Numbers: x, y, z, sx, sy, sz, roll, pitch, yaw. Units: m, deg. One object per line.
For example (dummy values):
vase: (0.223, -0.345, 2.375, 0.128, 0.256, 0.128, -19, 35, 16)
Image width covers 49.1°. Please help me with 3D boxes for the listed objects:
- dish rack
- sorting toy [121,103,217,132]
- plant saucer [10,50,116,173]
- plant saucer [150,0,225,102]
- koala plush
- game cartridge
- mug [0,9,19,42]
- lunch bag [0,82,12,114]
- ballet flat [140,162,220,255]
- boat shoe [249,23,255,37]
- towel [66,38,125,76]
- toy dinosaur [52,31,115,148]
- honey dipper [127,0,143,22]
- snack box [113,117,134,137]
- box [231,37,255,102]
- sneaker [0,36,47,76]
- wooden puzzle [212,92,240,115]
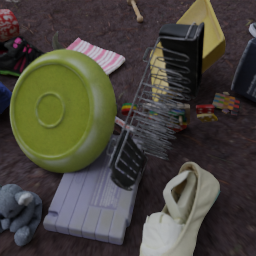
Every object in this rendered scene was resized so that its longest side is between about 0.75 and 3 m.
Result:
dish rack: (0.544, -0.189, 4.860, 0.748, 2.104, 2.743, 18, 77, 19)
sorting toy: (0.984, -0.193, 6.572, 2.187, 1.054, 0.370, 2, 72, 12)
plant saucer: (-1.459, -0.343, 5.568, 2.518, 2.518, 0.391, 23, 8, 21)
plant saucer: (1.603, -2.060, 7.667, 0.589, 2.430, 2.431, 26, 43, -25)
koala plush: (-2.051, 1.369, 5.027, 0.928, 1.047, 0.962, 15, 48, 14)
game cartridge: (-0.558, 1.090, 5.770, 1.529, 0.453, 2.358, 11, 47, 5)
mug: (-4.914, -3.495, 9.698, 1.560, 1.172, 1.757, 39, 54, 25)
lunch bag: (-3.720, -0.889, 6.796, 1.602, 1.060, 1.088, 35, 83, 31)
ballet flat: (0.766, 1.578, 4.827, 0.953, 0.953, 2.743, 22, 43, 20)
boat shoe: (5.127, -3.387, 9.922, 0.703, 0.650, 1.903, -16, 48, -15)
towel: (-1.319, -2.186, 8.975, 2.042, 0.306, 1.495, 26, 54, 23)
toy dinosaur: (-1.074, -0.760, 6.182, 1.393, 1.048, 2.723, -10, 78, 4)
honey dipper: (0.293, -5.033, 11.761, 0.421, 0.421, 2.217, -8, 51, -8)
snack box: (-0.467, -0.215, 6.676, 1.318, 0.474, 0.160, 32, 71, 6)
box: (4.656, -1.372, 7.206, 2.210, 1.558, 2.987, -35, 57, -31)
sneaker: (-3.055, -2.077, 8.257, 2.627, 1.100, 1.008, 6, 52, 6)
wooden puzzle: (2.665, -0.687, 7.618, 0.669, 0.079, 1.128, 18, 39, 15)
